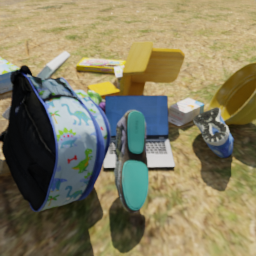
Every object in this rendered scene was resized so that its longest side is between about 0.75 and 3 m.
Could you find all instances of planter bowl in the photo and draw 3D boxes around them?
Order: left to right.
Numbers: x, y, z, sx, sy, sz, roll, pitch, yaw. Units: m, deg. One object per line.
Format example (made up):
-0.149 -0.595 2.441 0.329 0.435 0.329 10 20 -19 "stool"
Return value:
3.864 -0.882 9.370 1.031 2.476 2.476 34 33 -11 "planter bowl"

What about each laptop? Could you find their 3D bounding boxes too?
0.279 0.068 8.265 1.993 1.233 2.128 -1 33 -1 "laptop"

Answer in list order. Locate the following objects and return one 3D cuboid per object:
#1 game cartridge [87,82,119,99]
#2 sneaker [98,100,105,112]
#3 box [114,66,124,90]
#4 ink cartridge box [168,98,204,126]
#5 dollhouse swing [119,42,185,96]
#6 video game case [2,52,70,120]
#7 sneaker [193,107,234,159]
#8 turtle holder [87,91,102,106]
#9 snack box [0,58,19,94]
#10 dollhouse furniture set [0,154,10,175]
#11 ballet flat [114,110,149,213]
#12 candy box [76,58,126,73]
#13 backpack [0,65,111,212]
-1.052 -1.586 11.764 1.043 0.192 1.183 -15 33 -21 "game cartridge"
-0.837 -0.780 10.388 1.162 0.468 0.485 0 75 -19 "sneaker"
-0.223 -2.249 12.310 0.654 0.589 1.163 -11 34 -2 "box"
1.980 -0.576 9.930 1.321 0.448 0.760 -24 36 -33 "ink cartridge box"
0.799 -1.660 9.687 1.807 2.055 1.868 16 63 3 "dollhouse swing"
-3.149 -1.570 9.887 2.377 0.305 2.614 -42 18 17 "video game case"
2.576 0.160 8.400 0.890 1.010 2.267 -22 23 18 "sneaker"
-2.125 -0.623 8.597 2.304 1.751 1.636 -39 32 12 "turtle holder"
-6.176 -2.212 12.022 2.252 0.904 2.671 -28 43 -34 "snack box"
-4.100 1.087 7.401 1.551 0.862 1.371 17 12 25 "dollhouse furniture set"
0.031 0.780 6.569 0.858 0.858 2.385 1 67 2 "ballet flat"
-1.324 -3.118 13.967 2.293 0.303 1.172 6 31 9 "candy box"
-1.639 0.338 6.679 2.060 2.565 2.803 -1 37 -37 "backpack"
